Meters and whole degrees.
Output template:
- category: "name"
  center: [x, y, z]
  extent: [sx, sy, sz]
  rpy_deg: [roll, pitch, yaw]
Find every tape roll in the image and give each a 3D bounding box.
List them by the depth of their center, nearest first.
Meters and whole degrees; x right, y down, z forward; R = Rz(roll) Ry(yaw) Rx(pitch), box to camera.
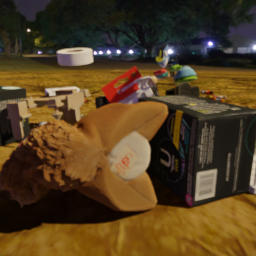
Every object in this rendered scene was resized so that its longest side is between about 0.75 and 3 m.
- category: "tape roll"
  center: [-1.717, -2.303, 9.068]
  extent: [1.125, 0.393, 1.125]
  rpy_deg: [-2, 24, 1]

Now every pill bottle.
- category: "pill bottle"
  center: [0.007, -0.979, 10.283]
  extent: [2.277, 1.273, 1.273]
  rpy_deg: [-16, 13, 8]

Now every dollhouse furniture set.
- category: "dollhouse furniture set"
  center: [-2.306, -0.452, 9.009]
  extent: [1.467, 1.253, 2.830]
  rpy_deg: [0, 15, 20]

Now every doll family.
- category: "doll family"
  center: [4.704, -1.560, 15.260]
  extent: [1.553, 0.700, 0.964]
  rpy_deg: [13, 1, -26]

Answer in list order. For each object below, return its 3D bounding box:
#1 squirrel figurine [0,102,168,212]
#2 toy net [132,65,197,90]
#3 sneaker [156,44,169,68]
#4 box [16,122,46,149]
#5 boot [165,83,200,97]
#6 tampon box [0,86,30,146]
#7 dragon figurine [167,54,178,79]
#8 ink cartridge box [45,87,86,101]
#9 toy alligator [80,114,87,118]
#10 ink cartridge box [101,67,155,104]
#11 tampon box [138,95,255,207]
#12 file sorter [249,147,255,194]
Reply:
- category: "squirrel figurine"
  center: [-0.978, 0.414, 5.093]
  extent: [2.615, 1.851, 2.441]
  rpy_deg: [-1, 5, -39]
- category: "toy net"
  center: [0.885, -1.392, 8.238]
  extent: [2.144, 0.414, 1.125]
  rpy_deg: [-8, 3, 44]
- category: "sneaker"
  center: [1.100, -2.266, 8.794]
  extent: [0.344, 0.383, 0.930]
  rpy_deg: [-10, 48, 34]
- category: "box"
  center: [-2.386, 0.301, 7.967]
  extent: [0.892, 0.281, 1.620]
  rpy_deg: [2, 25, 3]
- category: "boot"
  center: [2.720, -1.973, 16.142]
  extent: [1.934, 1.083, 2.796]
  rpy_deg: [5, 2, 34]
- category: "tampon box"
  center: [-4.608, -0.333, 8.273]
  extent: [1.954, 1.646, 2.608]
  rpy_deg: [11, 18, 35]
- category: "dragon figurine"
  center: [1.437, -1.864, 8.570]
  extent: [0.243, 0.410, 0.825]
  rpy_deg: [-11, -25, -34]
- category: "ink cartridge box"
  center: [-3.790, -2.001, 16.782]
  extent: [1.985, 0.697, 2.443]
  rpy_deg: [-8, 13, -24]
- category: "toy alligator"
  center: [-0.853, -0.121, 6.607]
  extent: [0.475, 0.344, 1.433]
  rpy_deg: [12, -2, -24]
- category: "ink cartridge box"
  center: [0.125, -0.901, 9.320]
  extent: [1.445, 1.778, 0.507]
  rpy_deg: [-31, 13, 6]
- category: "tampon box"
  center: [1.270, 0.280, 5.877]
  extent: [1.399, 1.660, 2.216]
  rpy_deg: [-7, 16, -24]
- category: "file sorter"
  center: [3.036, 0.430, 6.180]
  extent: [2.003, 1.247, 1.390]
  rpy_deg: [-6, 16, -23]
